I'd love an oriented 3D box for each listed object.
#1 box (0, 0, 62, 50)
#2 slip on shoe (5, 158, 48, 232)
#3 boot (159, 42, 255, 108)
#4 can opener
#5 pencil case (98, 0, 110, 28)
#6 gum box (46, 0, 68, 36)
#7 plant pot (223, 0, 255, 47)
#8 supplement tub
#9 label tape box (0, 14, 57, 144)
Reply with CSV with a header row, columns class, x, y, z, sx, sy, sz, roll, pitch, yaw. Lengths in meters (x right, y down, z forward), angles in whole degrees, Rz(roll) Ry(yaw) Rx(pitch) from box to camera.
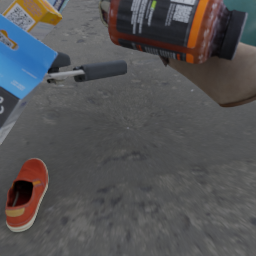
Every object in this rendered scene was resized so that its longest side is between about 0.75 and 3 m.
class,x,y,z,sx,sy,sz,roll,pitch,yaw
box,-2.326,-1.325,5.097,2.536,0.526,1.510,-41,17,8
slip on shoe,-1.935,1.118,5.378,0.649,0.536,1.753,-4,31,-3
boot,1.092,-1.307,4.408,0.931,1.938,2.651,-46,7,-2
can opener,-0.962,-1.332,6.181,2.191,0.728,0.577,-13,12,-39
pencil case,0.317,-3.288,8.738,1.222,1.063,2.732,35,19,26
gum box,-1.572,-3.441,6.711,0.566,2.158,2.540,29,17,-22
plant pot,2.460,-2.528,5.880,1.797,2.239,2.239,-32,12,38
supplement tub,0.628,-1.358,3.685,1.661,0.888,0.888,18,36,14
label tape box,-2.351,-0.556,3.888,1.676,2.340,0.773,34,6,-11
